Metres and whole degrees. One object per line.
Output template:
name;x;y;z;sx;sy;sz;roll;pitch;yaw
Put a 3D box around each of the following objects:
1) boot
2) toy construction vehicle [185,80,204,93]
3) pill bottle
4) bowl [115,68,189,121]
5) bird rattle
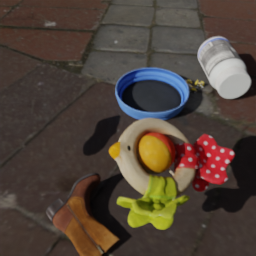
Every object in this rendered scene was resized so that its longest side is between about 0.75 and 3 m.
boot;-0.992;2.417;7.789;1.907;0.694;2.026;-35;56;-30
toy construction vehicle;2.838;-1.896;12.242;0.859;0.302;0.747;19;49;18
pill bottle;4.092;-2.592;12.042;1.553;1.553;2.730;-4;46;-4
bowl;0.972;-1.407;11.572;2.992;0.587;2.992;0;46;0
bird rattle;0.908;0.759;6.183;2.881;1.623;2.349;-38;85;-27
